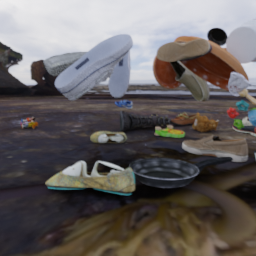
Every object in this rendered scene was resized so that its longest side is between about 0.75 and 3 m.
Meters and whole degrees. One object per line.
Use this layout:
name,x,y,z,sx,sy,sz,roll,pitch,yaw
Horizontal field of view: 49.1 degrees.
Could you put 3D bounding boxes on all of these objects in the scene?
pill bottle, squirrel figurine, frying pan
pill bottle,4.269,-2.872,9.038,2.319,1.324,1.324,-25,23,-35
squirrel figurine,3.704,-0.119,13.092,1.059,0.803,1.135,10,23,-5
frying pan,3.941,-3.736,11.446,1.487,0.899,0.242,14,57,39
frying pan,1.227,0.987,7.023,2.709,0.441,1.639,-7,12,-43

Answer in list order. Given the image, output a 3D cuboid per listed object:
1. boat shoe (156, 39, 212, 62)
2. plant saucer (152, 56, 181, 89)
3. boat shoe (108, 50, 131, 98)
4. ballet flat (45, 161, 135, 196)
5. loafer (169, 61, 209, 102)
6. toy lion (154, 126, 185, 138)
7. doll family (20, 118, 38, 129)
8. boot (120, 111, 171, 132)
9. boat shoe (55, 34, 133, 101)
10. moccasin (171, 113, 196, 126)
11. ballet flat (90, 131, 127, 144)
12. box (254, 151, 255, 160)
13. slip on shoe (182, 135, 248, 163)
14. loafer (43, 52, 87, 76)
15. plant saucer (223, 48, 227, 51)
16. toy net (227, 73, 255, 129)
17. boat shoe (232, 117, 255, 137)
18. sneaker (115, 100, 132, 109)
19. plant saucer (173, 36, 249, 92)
boat shoe,1.628,-2.217,8.196,1.679,0.604,0.544,-1,-4,39
plant saucer,1.782,-2.559,12.051,1.760,1.760,0.284,-5,7,-28
boat shoe,-0.257,-2.569,12.737,0.976,2.653,0.867,8,-9,13
ballet flat,-0.812,1.032,6.027,1.977,0.699,0.699,2,10,12
loafer,2.503,-2.128,11.828,0.871,2.550,0.965,-34,6,-19
toy lion,1.823,0.217,11.985,1.073,0.369,1.029,-6,19,-30
doll family,-4.857,-0.151,13.848,0.751,0.546,1.211,-13,-4,-26
boot,0.869,-0.363,13.427,2.357,0.937,2.708,1,7,10
boat shoe,-1.004,-1.959,9.184,2.881,0.942,1.060,-32,47,6
moccasin,2.960,-0.476,14.772,1.807,0.698,0.661,-4,10,-22
ballet flat,-0.713,0.384,10.547,1.379,0.487,0.487,-1,10,-15
box,4.644,0.535,7.136,2.116,0.487,1.682,-5,-16,-10
slip on shoe,2.702,0.539,8.902,0.835,0.665,2.196,-8,12,-38
loafer,-2.004,-2.466,10.168,2.115,0.740,0.738,-20,57,-34
plant saucer,3.487,-2.685,9.976,0.760,0.123,0.760,8,-4,1
toy net,2.627,-0.638,6.440,0.831,1.585,0.306,3,41,51
boat shoe,5.526,-0.123,12.585,0.854,0.751,2.399,-3,9,-8
sneaker,-0.200,-1.159,13.212,0.851,0.350,0.315,7,42,-3
plant saucer,2.743,-2.181,9.408,2.834,0.457,2.834,34,0,0
